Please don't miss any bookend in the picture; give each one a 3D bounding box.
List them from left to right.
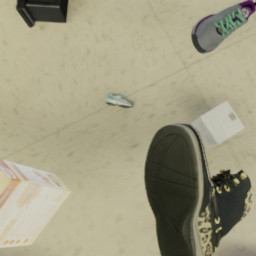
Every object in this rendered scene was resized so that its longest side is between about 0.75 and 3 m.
[{"bbox_3d":[-1.887,-4.280,8.369,2.359,1.094,2.374,4,83,1],"label":"bookend"}]

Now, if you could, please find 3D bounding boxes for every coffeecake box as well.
[{"bbox_3d":[-2.228,1.505,5.406,0.696,1.904,1.462,36,87,27],"label":"coffeecake box"}]

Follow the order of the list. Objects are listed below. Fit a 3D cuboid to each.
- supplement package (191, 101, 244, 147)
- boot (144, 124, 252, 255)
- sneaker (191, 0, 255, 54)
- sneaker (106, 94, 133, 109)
[{"bbox_3d":[2.429,-0.068,7.767,0.856,1.136,0.862,-30,83,-4],"label":"supplement package"},{"bbox_3d":[1.405,1.042,5.090,2.162,1.033,2.862,-24,113,-40],"label":"boot"},{"bbox_3d":[1.974,-2.154,5.660,1.787,0.782,0.665,-44,104,-31],"label":"sneaker"},{"bbox_3d":[-0.230,-0.814,8.292,0.825,0.320,0.356,12,79,2],"label":"sneaker"}]
